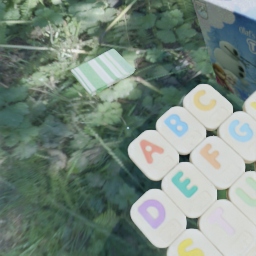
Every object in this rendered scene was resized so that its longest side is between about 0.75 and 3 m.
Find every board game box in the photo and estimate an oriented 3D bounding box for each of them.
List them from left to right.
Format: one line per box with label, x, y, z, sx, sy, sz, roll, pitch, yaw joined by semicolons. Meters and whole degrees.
board game box;2.779;-1.239;5.586;0.642;2.944;2.958;-41;50;-1

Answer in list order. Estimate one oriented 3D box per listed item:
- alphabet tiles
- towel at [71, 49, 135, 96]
alphabet tiles;1.289;0.630;3.349;2.462;0.180;2.408;-40;72;-10
towel;-0.837;-1.891;9.295;1.746;0.204;1.332;-33;64;-18
